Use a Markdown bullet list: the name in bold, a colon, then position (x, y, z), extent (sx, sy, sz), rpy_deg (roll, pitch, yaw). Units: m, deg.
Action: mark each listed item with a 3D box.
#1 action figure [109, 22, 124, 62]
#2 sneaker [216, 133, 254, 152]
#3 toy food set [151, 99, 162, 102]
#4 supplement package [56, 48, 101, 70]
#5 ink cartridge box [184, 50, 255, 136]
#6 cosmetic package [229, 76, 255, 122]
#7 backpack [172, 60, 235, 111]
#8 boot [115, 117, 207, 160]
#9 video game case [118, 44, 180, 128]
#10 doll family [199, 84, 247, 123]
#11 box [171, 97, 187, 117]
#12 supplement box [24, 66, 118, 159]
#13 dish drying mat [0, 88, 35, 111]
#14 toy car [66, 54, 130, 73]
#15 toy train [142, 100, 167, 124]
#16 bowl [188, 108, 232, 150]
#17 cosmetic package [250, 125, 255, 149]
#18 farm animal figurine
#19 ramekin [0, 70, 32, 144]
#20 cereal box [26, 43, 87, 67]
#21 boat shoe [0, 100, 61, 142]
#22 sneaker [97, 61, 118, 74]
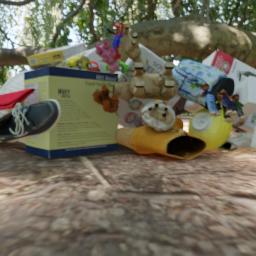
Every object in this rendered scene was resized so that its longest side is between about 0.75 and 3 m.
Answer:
- **action figure**: position (-0.416, -2.209, 7.345), extent (0.564, 1.140, 0.372), rpy_deg (34, 47, 28)
- **sneaker**: position (3.137, 0.474, 8.043), extent (1.483, 0.557, 0.601), rpy_deg (-2, 17, 5)
- **toy food set**: position (0.930, -0.815, 9.004), extent (0.260, 0.617, 0.860), rpy_deg (31, 30, -9)
- **supplement package**: position (-1.622, -1.626, 11.506), extent (1.610, 2.656, 1.591), rpy_deg (-9, 29, 30)
- **ink cartridge box**: position (3.536, -0.989, 9.233), extent (2.707, 1.987, 1.122), rpy_deg (25, -11, -7)
- **cosmetic package**: position (3.179, -0.750, 7.719), extent (0.534, 0.760, 1.498), rpy_deg (11, -15, -4)
- **backpack**: position (1.896, -1.210, 7.618), extent (1.572, 1.209, 1.283), rpy_deg (17, 40, 42)
- **boot**: position (1.312, 0.298, 7.832), extent (2.952, 1.039, 2.113), rpy_deg (-8, 14, -42)
- **video game case**: position (0.512, -1.084, 9.433), extent (2.403, 2.640, 0.313), rpy_deg (25, 24, -32)
- **doll family**: position (1.371, -0.374, 4.067), extent (0.351, 0.517, 0.894), rpy_deg (-25, -28, 36)
- **box**: position (1.720, -1.036, 10.721), extent (2.510, 0.940, 1.257), rpy_deg (-33, 13, 17)
- **supplement box**: position (-1.589, -0.448, 7.988), extent (2.262, 2.259, 1.518), rpy_deg (-4, 5, -43)
- **dish drying mat**: position (-3.214, -0.703, 7.276), extent (1.989, 0.181, 0.764), rpy_deg (-2, 39, 42)
- **toy car**: position (-0.761, -1.833, 8.139), extent (1.657, 0.393, 1.761), rpy_deg (4, 5, 11)
- **toy train**: position (0.825, -0.435, 8.147), extent (0.305, 0.823, 1.095), rpy_deg (29, -12, -18)
- **bowl**: position (2.082, -0.068, 7.546), extent (1.228, 1.228, 0.661), rpy_deg (4, -17, 41)
- **cosmetic package**: position (3.971, -0.271, 6.373), extent (1.500, 1.803, 1.509), rpy_deg (21, 21, 41)
- **farm animal figurine**: position (0.232, -1.267, 7.317), extent (2.457, 2.485, 1.296), rpy_deg (16, -18, 7)
- **ramekin**: position (-2.766, -0.576, 9.040), extent (2.518, 2.518, 1.322), rpy_deg (-3, 14, -40)
- **cereal box**: position (-2.583, -2.751, 10.412), extent (1.432, 0.393, 1.990), rpy_deg (-6, 22, 19)
- **boat shoe**: position (-1.844, -0.117, 4.870), extent (1.534, 0.574, 0.474), rpy_deg (-14, -8, 28)
- **sneaker**: position (-1.279, -1.139, 10.144), extent (1.116, 2.815, 1.040), rpy_deg (35, 17, 1)
